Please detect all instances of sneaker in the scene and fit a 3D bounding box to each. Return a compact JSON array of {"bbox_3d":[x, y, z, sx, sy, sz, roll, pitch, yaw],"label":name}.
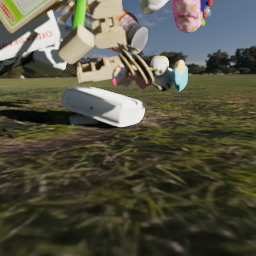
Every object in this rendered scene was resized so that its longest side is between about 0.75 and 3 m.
[{"bbox_3d":[0.373,-2.934,4.894,0.809,1.973,0.737,18,-19,-39],"label":"sneaker"},{"bbox_3d":[-3.510,-2.268,9.114,0.843,1.863,0.619,39,9,-33],"label":"sneaker"}]

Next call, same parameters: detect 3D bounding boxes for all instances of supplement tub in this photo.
[{"bbox_3d":[-0.596,-3.414,9.447,2.541,1.359,1.359,32,23,21],"label":"supplement tub"}]

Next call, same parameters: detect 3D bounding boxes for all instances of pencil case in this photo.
[{"bbox_3d":[1.751,-3.820,8.415,0.855,0.818,1.977,-28,-30,3],"label":"pencil case"}]

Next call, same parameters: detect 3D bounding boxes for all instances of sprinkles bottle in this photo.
[{"bbox_3d":[-2.154,-4.026,9.790,0.284,0.284,0.832,-11,-21,-47],"label":"sprinkles bottle"}]

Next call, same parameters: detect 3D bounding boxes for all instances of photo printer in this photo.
[{"bbox_3d":[-0.820,-0.757,8.939,2.283,0.793,1.899,19,13,21],"label":"photo printer"}]

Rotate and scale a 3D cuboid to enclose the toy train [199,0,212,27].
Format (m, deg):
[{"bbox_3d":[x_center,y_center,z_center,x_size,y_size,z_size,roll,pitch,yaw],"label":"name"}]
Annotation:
[{"bbox_3d":[2.505,-3.824,9.856,0.558,1.319,0.763,23,-3,27],"label":"toy train"}]

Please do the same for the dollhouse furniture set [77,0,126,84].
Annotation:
[{"bbox_3d":[-0.875,-2.465,7.713,1.389,2.135,1.961,-10,31,-5],"label":"dollhouse furniture set"}]

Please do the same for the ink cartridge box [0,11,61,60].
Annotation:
[{"bbox_3d":[-2.612,-2.791,6.193,1.580,2.158,0.927,-21,25,-12],"label":"ink cartridge box"}]

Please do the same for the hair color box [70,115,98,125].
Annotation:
[{"bbox_3d":[-1.433,-0.274,9.076,0.841,0.255,0.416,-2,11,-18],"label":"hair color box"}]

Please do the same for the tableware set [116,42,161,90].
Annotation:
[{"bbox_3d":[0.064,-0.910,4.270,0.215,0.710,1.074,-37,28,-2],"label":"tableware set"}]

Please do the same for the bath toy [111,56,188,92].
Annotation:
[{"bbox_3d":[0.367,-1.213,6.449,1.895,0.824,0.700,7,30,34],"label":"bath toy"}]

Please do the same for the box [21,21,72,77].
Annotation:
[{"bbox_3d":[-3.135,-3.051,10.480,1.681,1.673,1.440,14,-7,-25],"label":"box"}]

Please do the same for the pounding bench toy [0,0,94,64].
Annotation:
[{"bbox_3d":[-1.149,-2.373,4.589,1.427,2.298,1.792,-20,25,30],"label":"pounding bench toy"}]
